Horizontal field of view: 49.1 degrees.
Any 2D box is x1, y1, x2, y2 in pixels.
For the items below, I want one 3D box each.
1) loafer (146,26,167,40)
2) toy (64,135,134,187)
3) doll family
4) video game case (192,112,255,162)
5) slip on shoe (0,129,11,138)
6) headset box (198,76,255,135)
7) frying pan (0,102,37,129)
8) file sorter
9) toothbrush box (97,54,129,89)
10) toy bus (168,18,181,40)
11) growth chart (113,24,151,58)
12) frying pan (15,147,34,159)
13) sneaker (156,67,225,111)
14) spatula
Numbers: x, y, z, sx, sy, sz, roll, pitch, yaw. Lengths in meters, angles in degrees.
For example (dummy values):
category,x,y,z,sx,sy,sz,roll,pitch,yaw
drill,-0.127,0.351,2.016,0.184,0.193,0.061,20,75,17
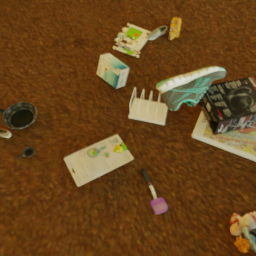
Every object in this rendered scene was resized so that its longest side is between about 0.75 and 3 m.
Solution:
category,x,y,z,sx,sy,sz,roll,pitch,yaw
loafer,1.448,-4.800,14.082,1.213,0.423,0.424,-35,81,-20
toy,-1.037,1.204,10.112,2.179,0.514,1.255,-26,58,-15
doll family,4.012,3.490,8.248,1.504,1.092,2.423,-21,59,-13
video game case,4.286,-0.172,11.126,2.838,0.325,2.583,22,60,14
slip on shoe,-5.064,0.167,10.925,0.945,0.286,0.359,12,57,8
headset box,4.209,-0.914,10.863,2.449,0.946,1.822,-12,57,-8
frying pan,-4.775,-0.424,11.281,2.231,0.363,1.350,-6,56,-2
file sorter,0.852,-0.907,11.260,1.481,0.922,1.028,12,58,7
toothbrush box,-0.679,-2.480,12.172,0.562,0.964,1.317,-25,56,-41
toy bus,2.366,-5.050,14.287,0.514,0.427,1.313,10,57,5
growth chart,0.161,-4.406,14.001,1.622,0.199,2.241,19,57,12
frying pan,-3.823,1.010,10.475,0.439,0.118,0.726,27,63,18
sneaker,2.433,-1.451,10.473,2.792,1.083,1.273,-19,98,-12
spatula,0.825,2.133,9.697,0.498,0.181,1.761,-17,58,-13
